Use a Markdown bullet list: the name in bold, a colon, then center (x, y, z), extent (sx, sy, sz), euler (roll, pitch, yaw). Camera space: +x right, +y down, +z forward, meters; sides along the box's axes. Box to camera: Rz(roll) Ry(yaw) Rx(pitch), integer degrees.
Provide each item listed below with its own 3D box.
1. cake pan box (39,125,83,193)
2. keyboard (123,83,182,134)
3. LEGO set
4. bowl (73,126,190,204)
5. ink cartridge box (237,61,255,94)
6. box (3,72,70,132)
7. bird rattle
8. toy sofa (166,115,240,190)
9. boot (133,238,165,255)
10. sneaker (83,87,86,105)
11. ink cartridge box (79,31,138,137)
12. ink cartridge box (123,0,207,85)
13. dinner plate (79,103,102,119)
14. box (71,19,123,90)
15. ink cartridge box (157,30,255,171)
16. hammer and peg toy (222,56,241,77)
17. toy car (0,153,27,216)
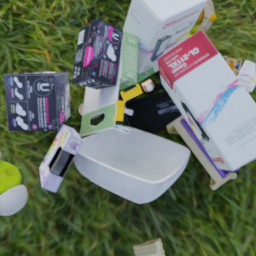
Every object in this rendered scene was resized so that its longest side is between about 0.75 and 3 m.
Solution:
- **cake pan box**: center (-1.597, 0.663, 6.531), extent (0.372, 1.424, 1.311), euler (26, 92, -22)
- **keyboard**: center (1.215, -0.791, 9.331), extent (2.861, 0.367, 1.718), euler (-17, 74, -8)
- **LEGO set**: center (0.018, -0.618, 7.023), extent (0.685, 0.555, 1.490), euler (28, 91, -5)
- **bowl**: center (0.122, 0.960, 7.485), extent (2.640, 0.985, 2.636), euler (18, 23, 26)
- **ink cartridge box**: center (3.937, -1.600, 9.284), extent (0.627, 0.364, 1.077), euler (26, 104, 9)
- **box**: center (-2.450, -0.825, 8.050), extent (1.321, 2.303, 1.522), euler (-1, 102, -3)
- **bird rattle**: center (2.426, -4.093, 10.028), extent (1.205, 1.744, 2.139), euler (-12, 83, -22)
- **toy sofa**: center (2.222, 0.568, 8.172), extent (1.128, 0.958, 2.312), euler (-36, 75, 4)
- **boot**: center (1.001, 3.486, 7.119), extent (1.684, 0.613, 1.309), euler (-5, 69, -13)
- **sneaker**: center (-1.042, -1.436, 9.534), extent (0.763, 0.737, 1.828), euler (13, 70, -16)
- **ink cartridge box**: center (-0.587, -1.144, 8.148), extent (0.654, 1.984, 2.726), euler (11, 76, -35)
- **ink cartridge box**: center (0.861, -2.923, 8.698), extent (2.021, 2.781, 1.217), euler (-34, 74, -28)
- **dinner plate**: center (-1.234, -0.586, 9.290), extent (0.802, 0.097, 0.802), euler (3, 51, -3)
- **box**: center (-0.820, -1.881, 7.447), extent (0.876, 1.009, 1.527), euler (12, 83, -35)
- **ink cartridge box**: center (2.000, -0.489, 6.722), extent (1.201, 2.113, 2.900), euler (-32, 79, 4)
- **hammer and peg toy**: center (3.617, -2.017, 9.854), extent (0.742, 0.356, 1.009), euler (12, 67, 3)
- **toy car**: center (-3.561, 1.581, 6.548), extent (1.800, 1.542, 2.057), euler (47, 38, 13)
